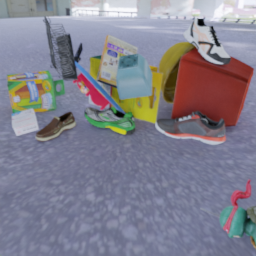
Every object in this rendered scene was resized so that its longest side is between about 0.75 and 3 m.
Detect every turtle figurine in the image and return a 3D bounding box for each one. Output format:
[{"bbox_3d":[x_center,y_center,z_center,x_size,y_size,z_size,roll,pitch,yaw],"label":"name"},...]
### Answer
[{"bbox_3d":[2.334,1.894,4.183,2.762,1.391,2.068,19,32,22],"label":"turtle figurine"}]

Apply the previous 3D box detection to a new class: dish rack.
[{"bbox_3d":[-1.314,-1.518,5.476,0.365,1.027,1.340,-11,-3,-3],"label":"dish rack"}]

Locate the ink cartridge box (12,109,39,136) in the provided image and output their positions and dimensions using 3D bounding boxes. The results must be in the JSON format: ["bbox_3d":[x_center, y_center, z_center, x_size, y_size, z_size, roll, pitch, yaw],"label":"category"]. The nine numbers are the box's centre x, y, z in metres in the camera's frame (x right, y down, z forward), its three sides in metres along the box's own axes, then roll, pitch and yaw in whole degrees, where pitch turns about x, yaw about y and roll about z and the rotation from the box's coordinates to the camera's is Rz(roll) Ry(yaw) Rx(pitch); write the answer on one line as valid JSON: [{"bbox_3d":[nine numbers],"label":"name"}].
[{"bbox_3d":[-3.305,-0.154,8.979,0.714,0.421,1.240,-18,28,-14],"label":"ink cartridge box"}]

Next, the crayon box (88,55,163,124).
[{"bbox_3d":[-0.052,-1.296,9.165,2.643,1.678,0.671,19,28,26],"label":"crayon box"}]

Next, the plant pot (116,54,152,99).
[{"bbox_3d":[0.104,-1.348,7.036,0.849,0.865,0.847,-6,53,13],"label":"plant pot"}]

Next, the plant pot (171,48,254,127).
[{"bbox_3d":[2.903,-1.281,9.417,2.042,2.315,2.317,17,32,21],"label":"plant pot"}]

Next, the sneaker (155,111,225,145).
[{"bbox_3d":[1.916,-0.168,8.607,2.181,0.893,0.840,10,29,19],"label":"sneaker"}]

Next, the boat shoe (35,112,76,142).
[{"bbox_3d":[-2.311,-0.106,8.850,0.564,0.565,1.528,15,31,28],"label":"boat shoe"}]

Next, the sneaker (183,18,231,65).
[{"bbox_3d":[2.439,-2.624,8.483,0.687,0.745,1.862,-14,56,-40],"label":"sneaker"}]

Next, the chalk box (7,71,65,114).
[{"bbox_3d":[-3.409,-1.384,10.608,2.023,1.263,1.254,-11,29,-18],"label":"chalk box"}]

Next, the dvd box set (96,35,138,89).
[{"bbox_3d":[-0.294,-1.786,7.813,0.975,1.332,0.196,15,-10,-27],"label":"dvd box set"}]

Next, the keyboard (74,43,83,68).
[{"bbox_3d":[-1.513,-2.099,8.413,0.090,0.870,0.553,9,63,-22],"label":"keyboard"}]

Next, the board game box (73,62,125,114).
[{"bbox_3d":[-1.015,-1.015,7.909,2.015,0.497,2.551,48,5,6],"label":"board game box"}]

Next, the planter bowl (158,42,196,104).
[{"bbox_3d":[1.970,-2.312,10.463,2.726,2.726,1.135,-21,54,-35],"label":"planter bowl"}]

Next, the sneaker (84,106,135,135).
[{"bbox_3d":[-0.595,-0.412,9.149,1.882,0.802,0.734,15,28,23],"label":"sneaker"}]
